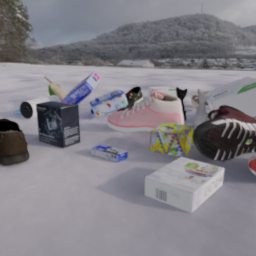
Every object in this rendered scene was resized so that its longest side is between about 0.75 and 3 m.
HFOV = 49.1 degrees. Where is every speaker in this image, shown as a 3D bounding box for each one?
[{"bbox_3d":[-3.862,-0.956,12.513,0.788,0.788,1.942,7,17,24],"label":"speaker"}]

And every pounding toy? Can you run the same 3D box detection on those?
[{"bbox_3d":[-4.116,-1.807,15.470,1.770,0.821,1.366,56,14,31],"label":"pounding toy"}]

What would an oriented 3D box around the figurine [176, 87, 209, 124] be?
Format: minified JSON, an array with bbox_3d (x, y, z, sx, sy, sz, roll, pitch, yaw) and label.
[{"bbox_3d":[2.530,-0.903,11.162,1.416,1.382,0.610,7,16,22],"label":"figurine"}]

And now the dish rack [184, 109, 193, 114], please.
[{"bbox_3d":[2.531,-0.753,12.954,0.794,0.173,0.681,13,19,41],"label":"dish rack"}]

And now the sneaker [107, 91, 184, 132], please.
[{"bbox_3d":[0.545,-0.635,9.753,2.829,1.479,1.065,6,32,20],"label":"sneaker"}]

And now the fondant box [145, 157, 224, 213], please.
[{"bbox_3d":[1.156,1.073,5.632,1.035,0.418,1.435,12,20,38],"label":"fondant box"}]

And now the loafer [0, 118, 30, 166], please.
[{"bbox_3d":[-3.361,0.173,7.896,1.000,0.978,2.741,-10,18,-33],"label":"loafer"}]

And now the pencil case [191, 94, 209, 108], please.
[{"bbox_3d":[3.981,-1.376,14.214,1.637,0.732,0.637,10,19,36],"label":"pencil case"}]

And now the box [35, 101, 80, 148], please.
[{"bbox_3d":[-2.150,-0.137,8.595,1.206,1.227,0.720,10,18,36],"label":"box"}]

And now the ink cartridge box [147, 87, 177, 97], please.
[{"bbox_3d":[2.008,-1.984,16.485,1.237,0.717,1.709,-5,16,-18],"label":"ink cartridge box"}]

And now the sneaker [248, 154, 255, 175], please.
[{"bbox_3d":[3.237,0.777,6.438,1.830,0.712,0.752,0,7,-41],"label":"sneaker"}]

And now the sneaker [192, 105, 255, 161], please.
[{"bbox_3d":[2.538,-0.004,7.771,2.969,1.123,1.715,3,27,-33],"label":"sneaker"}]

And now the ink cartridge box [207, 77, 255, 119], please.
[{"bbox_3d":[4.216,-1.053,10.952,1.978,1.147,2.731,-21,10,15],"label":"ink cartridge box"}]

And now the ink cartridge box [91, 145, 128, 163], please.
[{"bbox_3d":[-0.510,0.675,7.527,0.938,0.207,0.441,11,18,35],"label":"ink cartridge box"}]

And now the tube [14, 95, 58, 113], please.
[{"bbox_3d":[-4.258,-1.031,13.442,0.908,0.591,2.344,-3,16,32],"label":"tube"}]

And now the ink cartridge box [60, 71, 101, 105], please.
[{"bbox_3d":[-2.277,-1.628,13.007,1.736,0.610,2.909,-36,19,18],"label":"ink cartridge box"}]

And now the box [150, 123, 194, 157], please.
[{"bbox_3d":[1.285,0.302,8.069,1.015,0.643,1.054,7,17,25],"label":"box"}]

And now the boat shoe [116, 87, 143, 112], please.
[{"bbox_3d":[0.032,-1.398,13.827,0.852,0.730,2.329,1,27,28],"label":"boat shoe"}]

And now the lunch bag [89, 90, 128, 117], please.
[{"bbox_3d":[-0.937,-1.092,12.365,1.643,0.775,2.050,-22,12,-6],"label":"lunch bag"}]
